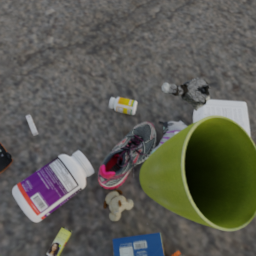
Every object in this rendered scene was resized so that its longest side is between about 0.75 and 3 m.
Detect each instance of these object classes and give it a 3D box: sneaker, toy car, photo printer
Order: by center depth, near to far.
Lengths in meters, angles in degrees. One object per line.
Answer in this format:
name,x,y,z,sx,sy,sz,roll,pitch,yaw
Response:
toy car,-5.201,1.674,9.555,0.982,1.447,2.950,-9,47,32
sneaker,0.061,0.906,10.073,1.194,1.106,2.962,30,64,16
sneaker,1.451,0.296,10.693,1.959,0.762,1.370,-23,60,-23
photo printer,3.597,-0.284,10.981,2.062,0.716,1.715,4,61,3

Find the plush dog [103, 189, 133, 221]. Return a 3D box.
plush dog,-0.434,2.503,9.448,0.968,0.777,0.831,-38,43,-19

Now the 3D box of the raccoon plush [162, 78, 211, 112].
raccoon plush,1.767,-1.063,8.616,1.617,1.084,0.782,18,76,-2

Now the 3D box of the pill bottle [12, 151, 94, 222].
pill bottle,-2.420,1.854,9.346,2.492,1.401,1.401,-35,66,-19

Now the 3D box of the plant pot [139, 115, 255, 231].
plant pot,1.460,1.177,7.091,2.459,2.628,2.459,8,75,-29

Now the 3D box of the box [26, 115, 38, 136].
box,-3.854,-0.112,11.195,0.193,0.180,0.931,-25,63,-14

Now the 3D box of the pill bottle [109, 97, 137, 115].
pill bottle,-0.216,-0.911,11.417,1.065,0.601,0.601,13,61,7

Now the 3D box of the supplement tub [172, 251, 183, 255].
supplement tub,1.626,4.330,8.307,0.711,0.711,1.160,-29,64,-16

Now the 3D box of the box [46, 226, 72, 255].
box,-2.191,3.677,8.967,0.355,0.237,0.944,22,62,12

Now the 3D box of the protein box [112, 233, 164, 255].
protein box,0.342,4.050,8.302,1.470,0.999,1.480,-7,60,-4
